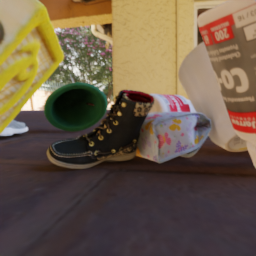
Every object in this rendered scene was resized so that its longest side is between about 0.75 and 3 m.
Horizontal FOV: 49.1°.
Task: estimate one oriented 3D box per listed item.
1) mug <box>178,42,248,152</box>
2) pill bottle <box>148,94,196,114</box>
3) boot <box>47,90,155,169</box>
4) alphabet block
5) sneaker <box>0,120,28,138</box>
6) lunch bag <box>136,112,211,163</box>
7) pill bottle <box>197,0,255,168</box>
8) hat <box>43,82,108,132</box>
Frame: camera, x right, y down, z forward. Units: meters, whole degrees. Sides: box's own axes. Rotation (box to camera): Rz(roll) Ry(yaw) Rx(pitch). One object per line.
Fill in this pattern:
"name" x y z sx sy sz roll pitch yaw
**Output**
"mug" 2.698 -0.644 6.586 2.660 2.183 2.130 8 -36 -28
"pill bottle" 1.513 -0.550 10.670 1.436 1.436 2.558 5 7 42
"boot" -0.425 -0.014 4.804 1.782 1.346 0.643 -3 39 -35
"alphabet block" -3.149 -1.531 5.028 2.739 2.676 2.690 39 -4 -3
"sneaker" -3.878 -0.092 9.121 0.708 0.760 1.917 -12 2 6
"lunch bag" 0.818 0.119 5.940 1.542 0.980 1.307 -17 13 -31
"pill bottle" 2.162 -0.696 4.198 1.499 2.633 1.499 -22 13 5
"hat" -2.232 -1.364 11.030 2.679 2.358 2.219 -32 -47 16
